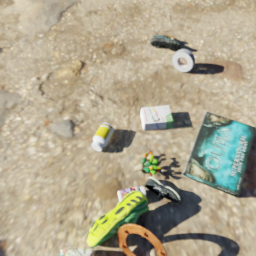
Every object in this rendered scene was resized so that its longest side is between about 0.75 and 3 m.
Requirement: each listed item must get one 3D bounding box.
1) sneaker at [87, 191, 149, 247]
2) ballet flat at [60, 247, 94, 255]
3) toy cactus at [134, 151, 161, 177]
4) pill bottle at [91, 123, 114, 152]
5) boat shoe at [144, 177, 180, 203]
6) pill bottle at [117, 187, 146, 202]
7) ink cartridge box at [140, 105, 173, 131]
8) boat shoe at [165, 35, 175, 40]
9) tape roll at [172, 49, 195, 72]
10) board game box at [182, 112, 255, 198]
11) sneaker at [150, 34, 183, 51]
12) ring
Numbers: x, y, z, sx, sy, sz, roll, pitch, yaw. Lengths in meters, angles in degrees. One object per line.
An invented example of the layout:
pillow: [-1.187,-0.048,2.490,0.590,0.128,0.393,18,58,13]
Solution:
sneaker: [-0.261,2.897,8.464,2.231,0.932,0.826,-37,22,-4]
ballet flat: [-0.995,3.835,7.892,1.965,0.743,0.628,31,75,12]
toy cactus: [0.644,1.322,9.862,0.879,0.545,1.065,-21,51,2]
pill bottle: [-0.965,0.357,10.525,0.572,0.572,1.021,19,56,13]
boat shoe: [1.086,2.124,9.252,1.295,0.484,0.429,35,46,25]
pill bottle: [0.123,2.219,9.227,0.872,0.486,0.486,-13,55,-10]
ink cartridge box: [1.114,-0.397,11.122,1.148,0.482,0.831,-6,54,-4]
boat shoe: [2.052,-4.509,14.223,0.307,0.288,0.832,-35,40,-21]
tape roll: [2.515,-3.038,12.694,0.983,0.983,0.325,27,51,18]
board game box: [3.347,0.838,10.206,1.967,0.409,2.908,20,58,13]
sneaker: [1.926,-4.279,13.813,1.652,0.623,0.655,15,60,10]
ring: [0.343,3.363,7.777,1.576,1.576,0.151,28,38,19]
